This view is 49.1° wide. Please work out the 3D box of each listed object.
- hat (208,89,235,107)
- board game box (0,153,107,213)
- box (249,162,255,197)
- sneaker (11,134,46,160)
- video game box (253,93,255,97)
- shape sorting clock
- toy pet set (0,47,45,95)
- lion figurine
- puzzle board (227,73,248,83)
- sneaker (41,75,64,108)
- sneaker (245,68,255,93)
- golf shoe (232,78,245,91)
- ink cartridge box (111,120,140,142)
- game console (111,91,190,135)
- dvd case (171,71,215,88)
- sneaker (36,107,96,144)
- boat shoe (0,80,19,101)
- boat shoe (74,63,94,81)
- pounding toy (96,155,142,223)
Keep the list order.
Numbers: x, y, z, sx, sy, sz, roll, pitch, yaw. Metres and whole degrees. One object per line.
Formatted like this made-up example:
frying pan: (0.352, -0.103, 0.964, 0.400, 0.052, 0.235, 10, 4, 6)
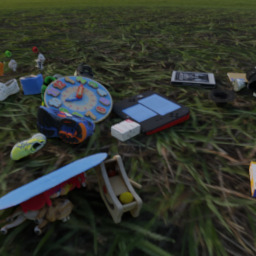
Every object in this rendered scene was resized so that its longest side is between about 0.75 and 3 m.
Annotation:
hat: (4.013, -1.219, 12.029, 1.214, 0.490, 1.214, -6, 34, 4)
board game box: (-1.715, 1.452, 6.660, 2.871, 0.559, 2.268, -25, 5, -24)
box: (3.757, 1.473, 7.473, 0.872, 0.304, 1.464, 9, 31, 16)
sneaker: (-3.058, 0.609, 8.510, 1.186, 0.447, 0.453, -34, 31, 0)
video game box: (6.266, -1.521, 12.852, 0.751, 0.176, 0.684, -20, 38, -31)
shape sorting clock: (-1.939, -1.165, 11.092, 2.665, 0.523, 2.665, 7, 47, -7)
toy pet set: (-4.693, -2.565, 12.870, 2.128, 1.987, 1.130, -26, 30, -37)
lion figurine: (-2.139, 1.948, 6.413, 1.606, 0.582, 0.984, 2, 20, 13)
puzzle board: (6.177, -2.598, 14.773, 1.639, 0.143, 1.235, 4, 31, 7)
sneaker: (-3.207, -1.842, 12.433, 1.050, 1.146, 2.691, -2, 30, -5)
sneaker: (5.978, -2.194, 13.000, 1.159, 1.003, 2.648, -4, 26, -7)
golf shoe: (5.434, -2.097, 13.609, 0.575, 0.463, 1.183, 11, 32, 8)
ink cartridge box: (-0.093, 0.082, 9.865, 0.846, 0.350, 0.620, -25, 38, -37)
game console: (0.851, -0.705, 11.190, 2.360, 0.414, 2.668, -19, 34, -30)
dvd case: (3.338, -2.516, 14.494, 2.139, 0.264, 1.607, 6, 30, 10)
sneaker: (-2.229, -0.095, 9.715, 2.717, 1.023, 1.066, 21, 17, 34)
boat shoe: (-5.744, -1.702, 12.663, 0.676, 0.662, 1.910, 9, 31, 15)
boat shoe: (-2.162, -2.686, 13.817, 0.936, 0.861, 2.620, 11, 18, -20)
pounding toy: (-0.114, 1.300, 6.960, 1.135, 1.132, 1.979, -13, 32, -21)
